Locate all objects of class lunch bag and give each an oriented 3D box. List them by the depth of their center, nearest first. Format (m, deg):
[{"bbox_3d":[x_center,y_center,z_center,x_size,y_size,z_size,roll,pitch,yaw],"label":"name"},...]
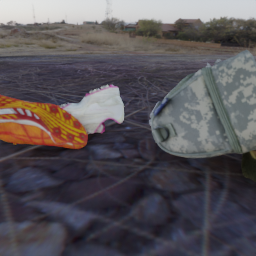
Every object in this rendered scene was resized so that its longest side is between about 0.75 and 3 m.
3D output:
[{"bbox_3d":[1.463,-0.227,4.716,1.730,1.437,2.062,-24,-7,25],"label":"lunch bag"}]

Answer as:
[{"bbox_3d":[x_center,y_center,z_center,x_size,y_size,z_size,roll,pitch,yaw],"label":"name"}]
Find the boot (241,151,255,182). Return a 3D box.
[{"bbox_3d":[2.567,0.708,4.343,1.341,0.444,1.174,7,13,5],"label":"boot"}]

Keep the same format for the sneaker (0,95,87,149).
[{"bbox_3d":[-1.963,-0.039,5.648,2.333,0.900,0.851,17,49,-18],"label":"sneaker"}]

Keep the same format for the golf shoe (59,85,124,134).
[{"bbox_3d":[-1.130,-0.194,6.550,2.232,1.021,0.840,-22,10,9],"label":"golf shoe"}]
